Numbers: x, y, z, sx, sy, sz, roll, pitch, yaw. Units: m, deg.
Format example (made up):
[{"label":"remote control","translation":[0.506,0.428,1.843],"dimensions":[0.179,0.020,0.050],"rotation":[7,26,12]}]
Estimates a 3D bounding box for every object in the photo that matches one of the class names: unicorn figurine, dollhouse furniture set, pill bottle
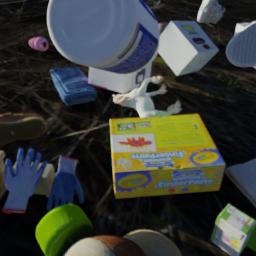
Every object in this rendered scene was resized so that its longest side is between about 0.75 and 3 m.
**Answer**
[{"label":"unicorn figurine","translation":[0.534,-0.791,8.800],"dimensions":[1.693,0.911,2.466],"rotation":[-29,50,-1]},{"label":"dollhouse furniture set","translation":[-3.259,0.694,5.577],"dimensions":[2.870,2.538,1.596],"rotation":[5,38,7]},{"label":"pill bottle","translation":[-0.249,-2.096,6.197],"dimensions":[1.743,1.743,2.912],"rotation":[13,9,17]}]

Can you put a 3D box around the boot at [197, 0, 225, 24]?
[{"label":"boot","translation":[2.863,-4.050,9.296],"dimensions":[0.740,1.549,0.570],"rotation":[6,77,0]}]

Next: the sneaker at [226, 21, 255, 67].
[{"label":"sneaker","translation":[3.050,-1.981,5.779],"dimensions":[2.212,0.868,0.878],"rotation":[-29,8,13]}]

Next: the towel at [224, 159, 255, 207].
[{"label":"towel","translation":[3.221,1.392,6.519],"dimensions":[1.168,0.304,1.762],"rotation":[-13,38,-18]}]

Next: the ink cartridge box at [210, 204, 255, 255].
[{"label":"ink cartridge box","translation":[2.172,2.074,5.158],"dimensions":[1.114,0.824,0.422],"rotation":[31,46,34]}]

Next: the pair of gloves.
[{"label":"pair of gloves","translation":[-1.780,1.210,6.043],"dimensions":[1.783,0.203,1.433],"rotation":[16,64,-23]}]

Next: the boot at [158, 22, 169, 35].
[{"label":"boot","translation":[1.819,-4.449,14.030],"dimensions":[2.665,0.936,1.949],"rotation":[-19,48,-25]}]

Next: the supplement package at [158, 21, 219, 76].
[{"label":"supplement package","translation":[1.658,-2.306,8.032],"dimensions":[1.258,0.925,1.203],"rotation":[-22,71,-45]}]

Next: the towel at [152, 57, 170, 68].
[{"label":"towel","translation":[0.450,-2.805,11.279],"dimensions":[2.702,0.308,1.940],"rotation":[9,13,-8]}]

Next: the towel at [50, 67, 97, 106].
[{"label":"towel","translation":[-2.048,-1.628,10.377],"dimensions":[1.260,0.548,2.257],"rotation":[-15,39,-20]}]

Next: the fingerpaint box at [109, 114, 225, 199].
[{"label":"fingerpaint box","translation":[0.813,0.633,7.024],"dimensions":[2.469,0.906,2.060],"rotation":[-4,36,-4]}]

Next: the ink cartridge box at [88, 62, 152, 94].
[{"label":"ink cartridge box","translation":[-0.242,-2.037,10.295],"dimensions":[1.503,0.875,2.076],"rotation":[18,26,23]}]

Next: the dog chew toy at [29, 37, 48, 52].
[{"label":"dog chew toy","translation":[-4.414,-4.098,13.667],"dimensions":[1.065,0.663,0.663],"rotation":[16,39,30]}]

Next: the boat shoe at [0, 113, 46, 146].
[{"label":"boat shoe","translation":[-3.530,-0.017,8.083],"dimensions":[2.191,0.789,0.740],"rotation":[-8,32,-21]}]

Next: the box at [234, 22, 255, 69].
[{"label":"box","translation":[5.741,-3.595,12.233],"dimensions":[1.288,1.484,2.246],"rotation":[-12,38,-15]}]

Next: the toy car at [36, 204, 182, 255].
[{"label":"toy car","translation":[0.090,2.444,4.342],"dimensions":[2.707,2.135,2.223],"rotation":[5,28,-47]}]
